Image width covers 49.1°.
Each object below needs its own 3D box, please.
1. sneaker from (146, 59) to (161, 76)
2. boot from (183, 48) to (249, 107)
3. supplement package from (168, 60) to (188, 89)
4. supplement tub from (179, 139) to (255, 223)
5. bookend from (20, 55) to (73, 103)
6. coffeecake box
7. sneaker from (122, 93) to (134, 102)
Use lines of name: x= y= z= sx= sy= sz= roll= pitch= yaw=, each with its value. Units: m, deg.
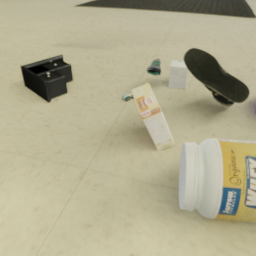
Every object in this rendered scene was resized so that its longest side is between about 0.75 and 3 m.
sneaker: x=1.239 y=-2.889 z=13.019 sx=0.665 sy=0.782 sz=1.787 roll=18 pitch=8 yaw=-6
boot: x=3.416 y=-1.896 z=11.367 sx=2.862 sy=1.033 sz=2.162 roll=41 pitch=5 yaw=10
supplement package: x=2.499 y=-2.645 z=13.880 sx=0.862 sy=1.136 sz=0.856 roll=7 pitch=36 yaw=10
supplement tub: x=2.862 y=1.355 z=7.310 sx=2.890 sy=2.090 sz=2.090 roll=3 pitch=35 yaw=5
bookend: x=-3.557 y=-2.491 z=13.706 sx=2.359 sy=1.094 sz=2.374 roll=-28 pitch=44 yaw=-34
coffeecake box: x=0.879 y=-0.373 z=9.843 sx=0.696 sy=1.904 sz=1.462 roll=-23 pitch=39 yaw=6
sneaker: x=0.088 y=-1.509 z=12.986 sx=0.825 sy=0.320 sz=0.356 roll=-21 pitch=37 yaw=-28
